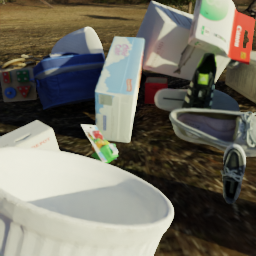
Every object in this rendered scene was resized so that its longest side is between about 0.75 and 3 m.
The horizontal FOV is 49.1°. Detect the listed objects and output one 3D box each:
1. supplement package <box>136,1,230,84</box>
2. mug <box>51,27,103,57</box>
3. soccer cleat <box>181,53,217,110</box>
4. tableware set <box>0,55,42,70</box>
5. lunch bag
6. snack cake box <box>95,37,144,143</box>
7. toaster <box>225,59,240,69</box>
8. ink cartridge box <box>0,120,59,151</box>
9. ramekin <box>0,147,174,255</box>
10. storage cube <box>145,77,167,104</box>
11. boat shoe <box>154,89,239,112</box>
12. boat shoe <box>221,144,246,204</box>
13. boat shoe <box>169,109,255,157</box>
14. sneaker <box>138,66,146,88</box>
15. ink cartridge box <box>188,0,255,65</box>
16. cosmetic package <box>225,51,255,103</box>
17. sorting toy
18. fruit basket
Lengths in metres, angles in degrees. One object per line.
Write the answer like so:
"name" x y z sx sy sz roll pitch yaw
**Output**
"supplement package" 1.832 -2.730 9.276 2.811 1.644 1.649 7 41 -23
"mug" -2.082 -2.963 11.862 1.822 2.078 1.534 -14 35 20
"soccer cleat" 1.902 -0.906 7.476 0.810 0.972 2.398 11 68 15
"tableware set" -4.221 -2.363 11.124 1.355 0.411 2.050 -22 6 7
"lunch bag" -1.879 -1.579 8.930 2.410 1.594 1.637 -15 5 -31
"snack cake box" -0.183 -1.121 7.521 0.907 1.553 2.700 7 44 3
"toaster" 3.625 -2.525 10.125 1.125 0.639 0.727 28 12 32
"ink cartridge box" -1.634 0.643 4.739 0.928 1.279 0.533 -32 40 -34
"ramekin" -0.714 1.112 3.369 2.303 1.123 2.303 17 5 -2
"storage cube" 0.991 -1.318 9.868 0.733 0.771 0.857 4 25 9
"boat shoe" 2.034 -0.774 8.505 2.463 0.906 0.822 13 2 3
"boat shoe" 1.798 0.811 4.857 0.380 1.030 0.352 11 18 23
"boat shoe" 2.193 0.018 6.390 2.517 0.928 0.807 13 -14 27
"sneaker" 0.228 -2.094 11.589 1.397 0.804 2.678 17 35 33
"ink cartridge box" 2.827 -2.884 8.024 2.038 1.640 0.510 15 -12 -11
"cosmetic package" 4.838 -1.934 10.430 1.216 1.441 2.787 -2 26 -6
"sorting toy" -3.764 -1.487 9.684 2.315 1.116 0.392 -5 11 -3
"fruit basket" -0.574 0.296 5.858 0.420 0.896 0.830 -29 -10 12
